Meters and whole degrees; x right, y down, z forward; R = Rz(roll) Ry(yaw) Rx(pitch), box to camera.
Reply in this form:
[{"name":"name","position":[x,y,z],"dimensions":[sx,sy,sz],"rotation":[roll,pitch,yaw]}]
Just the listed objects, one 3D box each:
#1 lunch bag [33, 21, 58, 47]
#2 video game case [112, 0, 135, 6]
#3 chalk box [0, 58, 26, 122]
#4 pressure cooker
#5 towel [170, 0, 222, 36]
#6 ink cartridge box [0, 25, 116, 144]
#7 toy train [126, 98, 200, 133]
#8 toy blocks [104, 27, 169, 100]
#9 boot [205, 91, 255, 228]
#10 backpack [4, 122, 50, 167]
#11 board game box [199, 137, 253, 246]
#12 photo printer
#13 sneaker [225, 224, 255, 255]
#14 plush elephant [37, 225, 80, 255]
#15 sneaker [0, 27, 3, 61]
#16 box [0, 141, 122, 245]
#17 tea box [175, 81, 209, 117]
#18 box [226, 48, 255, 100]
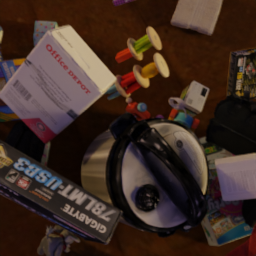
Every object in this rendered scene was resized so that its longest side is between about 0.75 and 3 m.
[{"name":"lunch bag","position":[-2.870,-3.219,9.780],"dimensions":[0.764,0.547,0.897],"rotation":[5,77,0]},{"name":"video game case","position":[0.207,-3.677,7.719],"dimensions":[1.008,0.180,0.913],"rotation":[1,37,35]},{"name":"chalk box","position":[-2.739,-1.132,7.984],"dimensions":[2.568,1.603,1.592],"rotation":[-6,100,-2]},{"name":"pressure cooker","position":[0.423,1.049,6.267],"dimensions":[2.434,2.767,2.472],"rotation":[12,77,-24]},{"name":"towel","position":[2.625,-4.529,10.437],"dimensions":[1.582,0.411,2.387],"rotation":[18,68,10]},{"name":"ink cartridge box","position":[-1.566,-0.892,6.161],"dimensions":[1.556,2.150,0.907],"rotation":[48,33,-9]},{"name":"toy train","position":[0.831,-0.185,7.682],"dimensions":[1.649,2.196,0.611],"rotation":[39,69,-28]},{"name":"toy blocks","position":[0.062,-1.831,8.415],"dimensions":[2.033,0.738,1.694],"rotation":[-24,65,28]},{"name":"boot","position":[2.800,0.651,6.686],"dimensions":[1.006,2.718,2.227],"rotation":[-3,31,-42]},{"name":"backpack","position":[-2.837,0.674,7.763],"dimensions":[1.410,1.069,1.689],"rotation":[12,67,-9]},{"name":"board game box","position":[2.650,1.504,7.516],"dimensions":[1.961,0.854,2.658],"rotation":[-15,69,-7]},{"name":"photo printer","position":[2.263,0.933,5.351],"dimensions":[1.040,0.361,0.865],"rotation":[-12,98,20]},{"name":"sneaker","position":[3.157,2.299,5.361],"dimensions":[1.727,2.990,1.172],"rotation":[14,40,-37]},{"name":"plush elephant","position":[-1.709,2.880,7.005],"dimensions":[0.801,0.852,1.034],"rotation":[6,99,-38]},{"name":"sneaker","position":[-4.426,-2.074,9.125],"dimensions":[1.253,1.070,2.844],"rotation":[12,73,-7]},{"name":"box","position":[-1.749,1.421,5.785],"dimensions":[2.814,2.793,0.699],"rotation":[31,65,-5]},{"name":"tea box","position":[1.912,-0.822,8.468],"dimensions":[0.554,0.816,0.830],"rotation":[27,70,-5]},{"name":"box","position":[3.486,-1.517,8.058],"dimensions":[1.186,1.485,0.366],"rotation":[-11,32,-6]}]
